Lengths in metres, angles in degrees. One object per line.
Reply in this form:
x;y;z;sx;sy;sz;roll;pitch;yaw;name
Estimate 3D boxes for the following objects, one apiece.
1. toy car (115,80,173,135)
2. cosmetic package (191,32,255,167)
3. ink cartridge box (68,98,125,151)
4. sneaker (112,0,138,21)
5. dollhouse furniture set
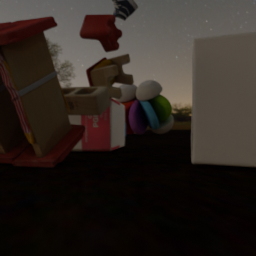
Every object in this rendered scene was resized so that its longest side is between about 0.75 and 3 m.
0.502;-0.631;12.842;2.932;2.566;2.199;-1;35;37;toy car
1.936;-0.224;2.366;2.593;1.100;1.395;-1;1;25;cosmetic package
-0.989;-0.035;4.254;1.746;0.723;1.279;0;0;7;ink cartridge box
-0.282;-2.865;6.307;0.960;0.521;0.337;39;4;-20;sneaker
-0.730;-0.624;2.968;0.850;1.124;2.089;2;30;21;dollhouse furniture set
